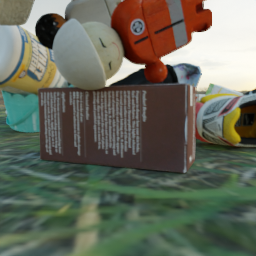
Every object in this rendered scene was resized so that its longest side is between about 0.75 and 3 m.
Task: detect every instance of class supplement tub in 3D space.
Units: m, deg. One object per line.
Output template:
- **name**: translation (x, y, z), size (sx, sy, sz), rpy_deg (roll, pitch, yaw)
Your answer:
- **supplement tub**: translation (-2.524, -1.519, 6.484), size (1.476, 1.476, 2.040), rpy_deg (2, -4, 20)

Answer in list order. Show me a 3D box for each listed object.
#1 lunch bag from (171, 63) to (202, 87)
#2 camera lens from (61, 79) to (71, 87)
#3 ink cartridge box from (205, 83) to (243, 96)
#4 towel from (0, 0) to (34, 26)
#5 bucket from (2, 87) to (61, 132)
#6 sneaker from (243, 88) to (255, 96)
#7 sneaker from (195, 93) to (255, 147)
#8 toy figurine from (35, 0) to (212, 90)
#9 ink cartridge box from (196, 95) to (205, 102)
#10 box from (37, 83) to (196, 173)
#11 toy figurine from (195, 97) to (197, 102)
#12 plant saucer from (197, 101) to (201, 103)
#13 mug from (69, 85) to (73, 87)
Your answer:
- **lunch bag**: translation (1.408, -1.538, 10.925), size (2.707, 1.721, 2.295), rpy_deg (-30, 12, -1)
- **camera lens**: translation (-2.822, -1.919, 9.960), size (1.942, 1.553, 1.553), rpy_deg (1, 6, 3)
- **ink cartridge box**: translation (3.571, -0.977, 10.472), size (0.591, 1.027, 1.754), rpy_deg (10, 17, -20)
- **towel**: translation (-1.877, -2.530, 3.713), size (1.750, 0.455, 2.641), rpy_deg (-23, -23, -49)
- **bucket**: translation (-2.430, -0.587, 7.216), size (1.535, 0.999, 1.535), rpy_deg (2, 22, -1)
- **sneaker**: translation (4.186, -0.722, 8.916), size (0.763, 0.882, 1.953), rpy_deg (-29, 12, 34)
- **sneaker**: translation (2.581, -0.138, 4.857), size (2.875, 1.119, 1.181), rpy_deg (-11, 13, -14)
- **toy figurine**: translation (-0.466, -1.505, 4.204), size (1.945, 2.752, 2.796), rpy_deg (-28, -12, -12)
- **ink cartridge box**: translation (3.114, -1.008, 12.715), size (2.315, 1.013, 1.682), rpy_deg (-5, 9, -42)
- **box**: translation (-0.156, -0.053, 3.602), size (1.954, 0.978, 0.732), rpy_deg (3, 7, 23)
- **toy figurine**: translation (1.648, -0.837, 9.248), size (0.790, 1.118, 1.136), rpy_deg (32, 9, 21)
- **plant saucer**: translation (2.423, -0.506, 9.035), size (0.862, 0.862, 0.134), rpy_deg (0, 39, 3)
- **mug**: translation (-1.749, -0.948, 10.277), size (1.960, 1.212, 1.610), rpy_deg (-31, 9, 36)
